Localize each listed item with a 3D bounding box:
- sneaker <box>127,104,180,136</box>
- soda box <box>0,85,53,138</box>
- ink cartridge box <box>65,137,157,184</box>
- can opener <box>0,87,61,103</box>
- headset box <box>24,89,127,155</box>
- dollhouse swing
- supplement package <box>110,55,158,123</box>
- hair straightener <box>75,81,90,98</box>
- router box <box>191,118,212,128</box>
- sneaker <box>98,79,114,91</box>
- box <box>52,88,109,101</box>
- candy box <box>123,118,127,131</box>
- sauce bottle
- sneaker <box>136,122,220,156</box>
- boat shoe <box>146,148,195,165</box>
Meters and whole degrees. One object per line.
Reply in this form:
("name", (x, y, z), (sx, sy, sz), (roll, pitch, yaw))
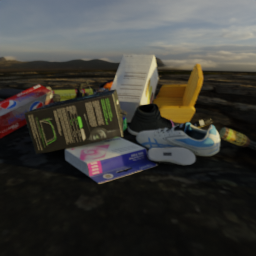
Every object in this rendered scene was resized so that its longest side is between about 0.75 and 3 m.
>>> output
("sneaker", (1.079, -0.249, 9.305), (2.074, 1.029, 0.733), (2, 36, -16))
("soda box", (-3.864, -0.635, 10.014), (0.778, 0.859, 2.453), (27, 44, 28))
("ink cartridge box", (-0.472, 0.745, 7.281), (1.773, 0.391, 1.806), (-12, 18, -35))
("can opener", (-4.057, -1.246, 11.359), (2.645, 1.040, 0.838), (10, -17, -14))
("headset box", (-1.326, -0.309, 8.312), (2.572, 1.193, 2.239), (-12, 11, 1))
("dollhouse swing", (1.975, -1.530, 11.586), (1.931, 1.868, 2.125), (2, 36, 9))
("supplement package", (0.270, -1.645, 11.722), (1.416, 1.471, 2.586), (5, 57, 18))
("hair straightener", (-1.651, -0.763, 10.150), (0.758, 1.970, 0.403), (10, -9, 28))
("router box", (2.622, -0.125, 10.347), (0.813, 0.212, 0.639), (-13, -8, -41))
("sneaker", (-0.344, -1.708, 14.190), (2.484, 1.392, 0.964), (5, 18, -12))
("box", (-2.300, -1.216, 12.956), (2.982, 0.747, 1.122), (-4, 43, -13))
("candy box", (-0.644, -0.078, 10.251), (0.972, 0.443, 1.149), (2, 16, 12))
("sauce bottle", (3.047, 0.314, 7.700), (1.071, 0.346, 0.346), (20, 13, -7))
("sneaker", (1.325, 0.224, 7.901), (2.471, 0.896, 0.888), (3, 23, 32))
("boat shoe", (1.088, 0.731, 7.259), (1.281, 0.439, 0.363), (7, -18, -9))
